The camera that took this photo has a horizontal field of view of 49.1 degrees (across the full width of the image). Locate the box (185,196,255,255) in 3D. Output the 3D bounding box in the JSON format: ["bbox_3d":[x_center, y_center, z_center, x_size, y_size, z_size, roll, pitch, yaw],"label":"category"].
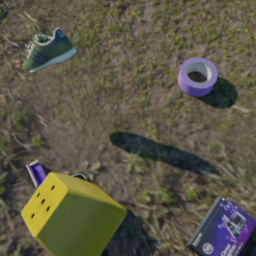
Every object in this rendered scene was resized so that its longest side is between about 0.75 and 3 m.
[{"bbox_3d":[3.136,3.570,9.433,1.434,0.801,2.032,35,71,17],"label":"box"}]

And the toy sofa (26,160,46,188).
[{"bbox_3d":[-3.326,1.749,10.393,0.436,0.514,1.053,-29,68,-12],"label":"toy sofa"}]

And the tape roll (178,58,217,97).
[{"bbox_3d":[2.978,-2.193,12.075,1.574,0.669,1.574,0,65,0],"label":"tape roll"}]

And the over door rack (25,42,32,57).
[{"bbox_3d":[-4.298,-3.680,12.952,0.874,0.291,0.646,-14,67,-6],"label":"over door rack"}]

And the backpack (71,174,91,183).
[{"bbox_3d":[-2.122,2.759,9.256,2.109,1.588,1.872,-20,64,-30],"label":"backpack"}]

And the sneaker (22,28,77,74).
[{"bbox_3d":[-2.866,-2.636,9.465,2.354,1.057,0.789,-9,34,30],"label":"sneaker"}]

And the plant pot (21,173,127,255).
[{"bbox_3d":[-1.448,2.096,6.737,1.777,1.567,1.777,-55,35,-10],"label":"plant pot"}]
